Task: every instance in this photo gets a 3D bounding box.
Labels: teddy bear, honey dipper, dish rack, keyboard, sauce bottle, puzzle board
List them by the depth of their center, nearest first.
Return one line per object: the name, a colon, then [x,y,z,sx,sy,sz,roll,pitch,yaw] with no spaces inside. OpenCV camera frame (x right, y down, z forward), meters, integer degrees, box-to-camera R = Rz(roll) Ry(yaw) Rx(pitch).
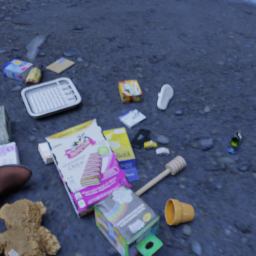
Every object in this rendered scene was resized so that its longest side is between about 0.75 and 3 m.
teddy bear: [-2.899,3.393,7.812,1.955,0.900,2.696,-29,57,-16]
honey dipper: [0.944,1.815,9.641,2.584,0.491,0.491,-30,51,-26]
keyboard: [0.569,0.442,11.342,0.651,0.139,1.085,14,46,23]
dish rack: [-3.511,-1.316,12.842,2.345,0.511,2.013,-19,52,-20]
sauce bottle: [-4.762,-2.692,14.318,0.618,0.618,1.872,-2,43,-2]
puzzle board: [-3.718,-3.419,15.448,0.968,0.112,1.285,25,48,25]

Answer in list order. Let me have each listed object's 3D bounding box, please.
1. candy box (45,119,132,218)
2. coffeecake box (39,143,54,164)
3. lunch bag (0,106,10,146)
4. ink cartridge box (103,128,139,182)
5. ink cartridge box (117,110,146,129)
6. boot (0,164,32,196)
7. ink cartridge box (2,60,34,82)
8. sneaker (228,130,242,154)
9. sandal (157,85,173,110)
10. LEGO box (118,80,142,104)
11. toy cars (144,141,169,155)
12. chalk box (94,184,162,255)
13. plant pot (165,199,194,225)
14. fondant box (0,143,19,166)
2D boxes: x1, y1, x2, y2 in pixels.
candy box: [-1.344,1.266,9.323,1.872,0.838,2.746,-23,66,-19]
coffeecake box: [-2.950,0.923,10.613,0.635,0.302,0.827,-12,43,-31]
lunch bag: [-5.472,0.118,11.051,1.437,1.030,1.752,-14,51,-13]
ink cartridge box: [-0.968,1.085,10.386,2.292,0.545,2.319,-10,42,-11]
ink cartridge box: [0.138,-0.445,12.234,0.920,0.187,0.922,-31,52,-29]
boot: [-4.215,2.465,8.196,2.739,0.996,2.909,-12,35,-9]
ink cartridge box: [-5.847,-3.053,14.742,1.495,0.571,1.020,16,45,19]
sneaker: [4.264,0.498,11.008,0.423,0.494,1.193,23,48,20]
sandal: [1.639,-1.445,13.108,0.407,0.674,1.657,-21,27,42]
LEGO box: [0.089,-1.723,13.381,0.902,0.467,1.211,-8,44,-9]
toy cars: [1.116,0.762,10.845,1.045,0.231,0.469,27,43,21]
chalk box: [0.091,2.846,8.023,1.206,1.200,1.939,-29,52,-29]
plant pot: [1.608,2.618,8.654,0.700,0.765,0.765,7,41,-15]
fondant box: [-4.922,1.365,10.055,1.867,0.544,1.347,-14,45,-15]
